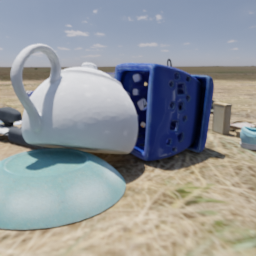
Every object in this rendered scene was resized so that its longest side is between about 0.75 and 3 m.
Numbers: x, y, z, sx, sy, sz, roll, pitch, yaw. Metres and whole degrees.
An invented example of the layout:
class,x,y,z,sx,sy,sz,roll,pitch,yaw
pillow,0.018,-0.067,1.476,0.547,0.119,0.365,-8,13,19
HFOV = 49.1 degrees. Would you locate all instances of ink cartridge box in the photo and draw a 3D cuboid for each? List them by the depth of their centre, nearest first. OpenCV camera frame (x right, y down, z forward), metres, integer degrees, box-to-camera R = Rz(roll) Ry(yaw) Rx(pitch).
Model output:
class,x,y,z,sx,sy,sz,roll,pitch,yaw
ink cartridge box,-0.452,-0.984,10.004,2.226,2.247,0.488,5,34,21

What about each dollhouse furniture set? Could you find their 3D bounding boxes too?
class,x,y,z,sx,sy,sz,roll,pitch,yaw
dollhouse furniture set,4.330,-0.348,9.850,2.363,1.046,1.225,-4,13,-18

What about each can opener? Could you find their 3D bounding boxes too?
class,x,y,z,sx,sy,sz,roll,pitch,yaw
can opener,-3.286,-0.050,8.599,2.955,0.988,0.788,9,15,34

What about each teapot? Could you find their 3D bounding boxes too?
class,x,y,z,sx,sy,sz,roll,pitch,yaw
teapot,-1.071,-0.530,6.591,2.836,2.098,2.873,7,-7,-13

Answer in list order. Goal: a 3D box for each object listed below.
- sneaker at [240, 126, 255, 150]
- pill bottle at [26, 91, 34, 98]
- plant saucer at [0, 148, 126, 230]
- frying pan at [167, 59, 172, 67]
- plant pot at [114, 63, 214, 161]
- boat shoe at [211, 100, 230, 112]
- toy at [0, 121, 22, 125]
class,x,y,z,sx,sy,sz,roll,pitch,yaw
sneaker,3.964,0.213,7.613,1.794,0.735,0.663,-2,18,29
pill bottle,-5.120,-1.684,16.267,1.602,0.890,0.890,3,13,14
plant saucer,-1.542,0.885,5.390,3.005,0.578,3.005,0,13,0
frying pan,2.235,-1.794,13.138,1.542,2.550,0.415,11,21,-12
plant pot,0.939,-0.528,7.859,2.134,2.374,2.373,0,10,-24
boat shoe,3.778,-1.282,14.298,2.856,0.966,1.026,7,9,24
toy,-5.102,-0.338,11.492,1.365,0.322,0.786,-2,13,-10
